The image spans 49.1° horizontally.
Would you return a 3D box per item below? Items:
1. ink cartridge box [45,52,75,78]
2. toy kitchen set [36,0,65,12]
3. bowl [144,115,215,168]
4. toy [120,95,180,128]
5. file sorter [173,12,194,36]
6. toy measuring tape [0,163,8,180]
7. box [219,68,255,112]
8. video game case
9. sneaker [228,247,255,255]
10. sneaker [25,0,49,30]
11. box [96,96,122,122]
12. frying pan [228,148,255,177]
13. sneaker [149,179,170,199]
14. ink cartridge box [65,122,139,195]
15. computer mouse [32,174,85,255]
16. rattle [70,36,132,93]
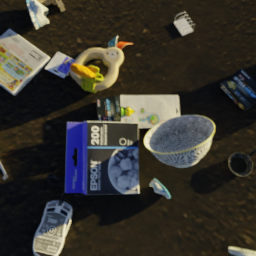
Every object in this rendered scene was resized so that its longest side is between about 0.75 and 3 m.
[{"bbox_3d":[-2.795,-2.577,11.638,0.961,0.211,0.970,28,71,9],"label":"ink cartridge box"},{"bbox_3d":[-3.483,-5.587,12.391,0.943,0.770,0.851,-28,73,-9],"label":"toy kitchen set"},{"bbox_3d":[1.832,0.615,9.555,2.386,2.386,1.120,-25,116,-8],"label":"bowl"},{"bbox_3d":[0.817,-0.570,10.748,2.268,0.535,1.306,0,75,-9],"label":"toy"},{"bbox_3d":[2.431,-4.540,12.177,0.553,0.496,0.797,-25,72,-9],"label":"file sorter"},{"bbox_3d":[-5.004,1.126,10.118,0.672,0.672,1.826,-30,74,-10],"label":"toy measuring tape"},{"bbox_3d":[4.578,-1.527,11.210,1.149,0.333,1.446,-35,74,-11],"label":"box"},{"bbox_3d":[-4.855,-2.780,11.692,2.358,0.270,2.146,36,75,11],"label":"video game case"},{"bbox_3d":[4.201,4.564,8.958,2.105,0.732,1.047,10,78,7],"label":"sneaker"},{"bbox_3d":[-4.020,-5.271,12.390,0.832,0.720,1.920,-19,80,-12],"label":"sneaker"},{"bbox_3d":[-0.711,-0.612,10.918,0.991,0.287,1.247,-6,71,-2],"label":"box"},{"bbox_3d":[4.233,1.106,10.357,0.893,0.240,1.477,27,71,8],"label":"frying pan"},{"bbox_3d":[1.136,2.216,9.952,0.350,0.331,0.866,-46,74,1],"label":"sneaker"},{"bbox_3d":[-0.897,1.028,9.743,2.544,0.552,2.521,0,84,-9],"label":"ink cartridge box"},{"bbox_3d":[-2.450,3.025,9.534,1.498,0.599,2.733,15,66,0],"label":"computer mouse"},{"bbox_3d":[-1.025,-2.936,10.866,2.916,2.083,1.899,-43,61,-8],"label":"rattle"}]
